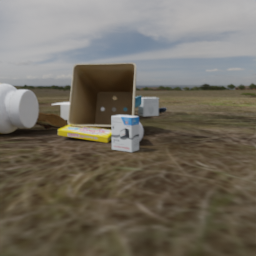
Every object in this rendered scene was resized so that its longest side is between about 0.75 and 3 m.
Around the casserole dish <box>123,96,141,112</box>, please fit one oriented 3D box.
[{"bbox_3d":[-0.254,-1.041,13.780,1.554,0.498,2.565,-21,7,-22],"label":"casserole dish"}]

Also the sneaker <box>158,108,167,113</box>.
[{"bbox_3d":[1.824,-1.015,15.956,0.805,0.306,0.581,-9,-3,2],"label":"sneaker"}]

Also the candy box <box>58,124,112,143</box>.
[{"bbox_3d":[-1.099,0.140,7.642,1.440,0.190,0.736,7,17,15],"label":"candy box"}]

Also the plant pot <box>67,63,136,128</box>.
[{"bbox_3d":[-0.638,-0.839,9.226,1.998,1.996,1.769,1,-11,11],"label":"plant pot"}]

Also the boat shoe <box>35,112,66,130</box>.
[{"bbox_3d":[-2.706,-0.193,9.408,1.236,0.446,0.445,11,-37,-17],"label":"boat shoe"}]

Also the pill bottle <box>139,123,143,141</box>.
[{"bbox_3d":[-0.020,0.029,7.261,0.676,0.676,1.205,-1,8,-7],"label":"pill bottle"}]

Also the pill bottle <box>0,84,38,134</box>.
[{"bbox_3d":[-4.273,-0.589,8.609,2.705,1.521,1.521,1,8,11],"label":"pill bottle"}]

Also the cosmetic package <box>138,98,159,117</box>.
[{"bbox_3d":[1.035,-1.079,14.337,0.925,0.928,0.571,-3,9,-26],"label":"cosmetic package"}]

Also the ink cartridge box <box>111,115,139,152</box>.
[{"bbox_3d":[-0.066,0.121,6.240,0.557,0.768,0.322,5,10,33],"label":"ink cartridge box"}]

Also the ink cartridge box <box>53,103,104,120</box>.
[{"bbox_3d":[-2.186,-0.736,12.551,2.193,0.740,1.277,3,8,7],"label":"ink cartridge box"}]
